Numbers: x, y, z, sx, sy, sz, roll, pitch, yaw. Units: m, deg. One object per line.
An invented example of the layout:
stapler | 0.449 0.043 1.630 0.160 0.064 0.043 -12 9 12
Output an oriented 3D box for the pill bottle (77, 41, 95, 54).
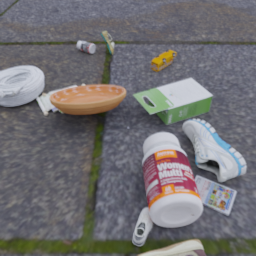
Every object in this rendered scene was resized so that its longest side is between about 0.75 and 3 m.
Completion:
pill bottle | -2.297 -4.401 15.266 0.935 0.542 0.542 22 46 24

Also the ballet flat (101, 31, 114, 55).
ballet flat | -1.007 -4.589 15.029 0.468 0.468 1.324 -27 91 -27

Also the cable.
cable | -4.789 -1.864 12.113 2.372 0.821 2.373 25 47 34

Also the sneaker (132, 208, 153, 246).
sneaker | 0.427 2.574 7.512 0.429 0.452 1.122 10 41 13

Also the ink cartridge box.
ink cartridge box | 1.747 -0.999 11.207 2.821 0.837 1.465 -17 45 -19

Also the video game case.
video game case | 2.506 2.000 8.405 1.253 0.113 0.897 21 45 22

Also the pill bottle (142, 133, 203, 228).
pill bottle | 1.150 1.400 8.108 1.403 1.403 2.562 -3 42 -4

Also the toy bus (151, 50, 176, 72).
toy bus | 1.805 -3.401 14.099 0.490 0.589 1.505 31 50 32

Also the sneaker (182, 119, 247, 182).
sneaker | 2.533 0.705 9.260 1.156 1.000 2.668 -25 47 -18

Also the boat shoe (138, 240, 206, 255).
boat shoe | 0.737 3.322 6.351 2.527 0.909 0.819 -10 38 -20

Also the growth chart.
growth chart | -2.598 -1.218 11.934 2.494 0.221 1.805 -17 45 -18

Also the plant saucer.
plant saucer | -1.515 -1.097 10.728 2.894 0.542 2.894 -3 20 1
